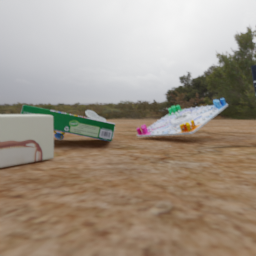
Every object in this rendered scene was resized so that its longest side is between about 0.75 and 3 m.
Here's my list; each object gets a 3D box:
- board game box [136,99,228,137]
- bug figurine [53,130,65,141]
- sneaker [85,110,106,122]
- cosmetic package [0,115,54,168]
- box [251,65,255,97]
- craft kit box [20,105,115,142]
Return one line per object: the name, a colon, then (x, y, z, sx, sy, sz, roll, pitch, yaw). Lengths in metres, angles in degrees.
board game box: (2.222, -0.435, 11.858, 2.926, 0.379, 2.927, -32, 17, -38)
bug figurine: (-3.635, 0.160, 11.458, 2.112, 0.543, 1.638, 10, 4, -27)
sneaker: (-1.428, -0.353, 11.975, 1.035, 0.411, 0.406, 32, 44, 22)
cosmetic package: (-2.897, 0.259, 5.834, 1.273, 1.074, 2.463, 1, 4, 34)
box: (5.700, -1.002, 9.594, 2.377, 2.611, 1.359, -11, -21, 27)
craft kit box: (-1.944, -0.111, 10.102, 2.972, 0.721, 2.935, 12, -4, -3)
